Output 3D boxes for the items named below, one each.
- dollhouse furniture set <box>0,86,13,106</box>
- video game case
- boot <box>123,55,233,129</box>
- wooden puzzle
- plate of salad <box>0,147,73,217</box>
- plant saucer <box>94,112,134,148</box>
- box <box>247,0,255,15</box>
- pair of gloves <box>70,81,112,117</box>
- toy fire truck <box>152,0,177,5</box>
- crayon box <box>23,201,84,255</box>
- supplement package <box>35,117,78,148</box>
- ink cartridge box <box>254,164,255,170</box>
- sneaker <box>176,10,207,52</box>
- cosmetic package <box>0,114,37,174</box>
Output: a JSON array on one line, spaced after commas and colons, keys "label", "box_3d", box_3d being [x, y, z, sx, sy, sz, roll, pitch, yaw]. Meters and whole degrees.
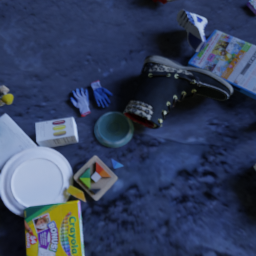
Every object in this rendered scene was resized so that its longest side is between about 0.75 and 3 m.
[{"label": "dollhouse furniture set", "box_3d": [-4.888, -0.457, 7.916, 2.677, 2.527, 1.747, -32, 70, -1]}, {"label": "video game case", "box_3d": [3.772, -2.261, 9.773, 2.739, 0.244, 1.960, 32, 70, 22]}, {"label": "boot", "box_3d": [1.536, -0.870, 8.947, 3.031, 1.094, 2.289, 22, 72, 11]}, {"label": "wooden puzzle", "box_3d": [-0.951, 1.474, 8.158, 1.082, 0.188, 1.605, 39, 75, -5]}, {"label": "plate of salad", "box_3d": [-2.575, 1.534, 7.953, 1.993, 0.479, 1.993, 2, 85, -23]}, {"label": "plant saucer", "box_3d": [-0.457, 0.012, 9.002, 1.276, 0.175, 1.276, 0, 66, 1]}, {"label": "box", "box_3d": [5.351, -4.924, 11.187, 0.984, 0.192, 0.673, -25, 68, -11]}, {"label": "pair of gloves", "box_3d": [-1.239, -1.013, 9.474, 1.359, 0.155, 1.092, -22, 70, -9]}, {"label": "toy fire truck", "box_3d": [1.600, -5.375, 11.136, 1.270, 0.817, 1.118, 41, 71, 4]}, {"label": "crayon box", "box_3d": [-1.917, 2.827, 7.330, 1.398, 0.472, 1.620, -6, 84, -2]}, {"label": "supplement package", "box_3d": [-2.195, 0.159, 8.680, 1.148, 0.629, 0.653, -10, 66, -5]}, {"label": "ink cartridge box", "box_3d": [4.718, 1.519, 8.010, 1.285, 0.742, 1.761, -22, 68, -9]}, {"label": "sneaker", "box_3d": [2.551, -3.616, 10.197, 0.970, 0.679, 1.680, -10, 67, -28]}, {"label": "cosmetic package", "box_3d": [-3.649, 0.656, 8.316, 1.458, 0.899, 1.463, 41, 73, 16]}]
